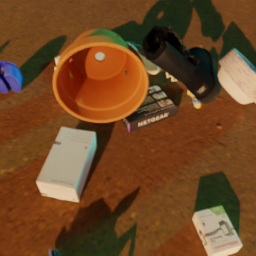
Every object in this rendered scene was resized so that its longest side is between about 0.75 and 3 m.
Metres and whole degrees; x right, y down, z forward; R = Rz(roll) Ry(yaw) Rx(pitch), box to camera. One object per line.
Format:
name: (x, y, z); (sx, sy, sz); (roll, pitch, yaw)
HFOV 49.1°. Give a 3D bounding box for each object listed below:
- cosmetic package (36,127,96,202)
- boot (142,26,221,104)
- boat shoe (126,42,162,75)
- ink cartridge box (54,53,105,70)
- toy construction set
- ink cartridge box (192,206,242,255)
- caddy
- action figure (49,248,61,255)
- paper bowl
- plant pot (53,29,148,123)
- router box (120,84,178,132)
cosmetic package: (-1.912, 1.145, 9.115); (1.269, 0.913, 2.250); (8, 47, 5)
boot: (1.539, -2.218, 8.389); (2.387, 1.085, 2.841); (35, 33, -25)
boat shoe: (0.695, -3.430, 13.345); (0.733, 0.877, 2.453); (-36, 63, -28)
ink cartridge box: (-1.768, -2.306, 11.804); (2.477, 1.592, 1.551); (-35, 57, -26)
toy construction set: (2.784, -1.975, 11.925); (1.635, 1.149, 2.494); (-38, 47, 0)
ink cartridge box: (2.453, 2.897, 7.804); (0.868, 0.501, 1.193); (-12, 49, -10)
caddy: (-5.105, -2.160, 11.773); (1.117, 1.580, 0.829); (-6, 65, -6)
action figure: (-1.467, 3.665, 6.799); (1.934, 1.046, 1.999); (-11, 48, -21)
paper bowl: (4.560, -1.910, 11.222); (2.392, 1.244, 2.392); (34, 31, -24)
plant pot: (-0.836, -1.732, 8.475); (2.664, 2.664, 1.865); (-4, 43, -4)
router box: (0.641, -0.844, 11.170); (2.142, 0.547, 1.597); (-20, 51, -17)
